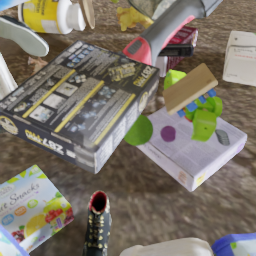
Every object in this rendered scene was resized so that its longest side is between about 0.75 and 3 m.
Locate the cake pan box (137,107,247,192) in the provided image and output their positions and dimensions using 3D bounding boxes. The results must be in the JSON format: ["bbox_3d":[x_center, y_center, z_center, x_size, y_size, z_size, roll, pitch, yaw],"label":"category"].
[{"bbox_3d":[1.535,0.244,7.564,2.205,0.626,2.394,-30,51,-31],"label":"cake pan box"}]

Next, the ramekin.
[{"bbox_3d":[0.822,2.599,3.676,1.205,2.296,2.296,-23,44,8],"label":"ramekin"}]

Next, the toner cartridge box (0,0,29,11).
[{"bbox_3d":[-3.361,-3.393,6.784,2.346,0.506,1.114,-24,74,-8],"label":"toner cartridge box"}]

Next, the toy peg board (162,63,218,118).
[{"bbox_3d":[1.148,-0.570,4.937,0.927,0.454,0.923,-35,23,19],"label":"toy peg board"}]

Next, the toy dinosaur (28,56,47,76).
[{"bbox_3d":[-2.985,-2.129,10.049,1.084,0.687,1.600,-1,30,-13],"label":"toy dinosaur"}]

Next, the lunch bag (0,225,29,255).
[{"bbox_3d":[-2.165,2.497,3.517,1.654,2.596,2.207,-5,33,-7],"label":"lunch bag"}]

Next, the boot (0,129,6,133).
[{"bbox_3d":[-4.232,-0.691,8.568,1.856,0.741,2.041,-3,37,-6],"label":"boot"}]

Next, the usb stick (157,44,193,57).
[{"bbox_3d":[1.251,-2.490,8.993,1.643,0.456,0.268,2,43,6],"label":"usb stick"}]

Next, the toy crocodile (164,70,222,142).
[{"bbox_3d":[1.372,-0.637,6.371,0.827,0.756,2.450,5,35,-18],"label":"toy crocodile"}]

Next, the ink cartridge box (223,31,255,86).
[{"bbox_3d":[4.446,-2.578,10.261,1.622,0.936,2.220,12,45,12],"label":"ink cartridge box"}]

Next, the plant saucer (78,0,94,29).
[{"bbox_3d":[-1.464,-4.193,9.779,0.210,1.425,1.425,-9,43,8],"label":"plant saucer"}]

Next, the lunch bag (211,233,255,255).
[{"bbox_3d":[2.401,2.701,3.626,2.696,1.718,2.293,25,33,-32],"label":"lunch bag"}]

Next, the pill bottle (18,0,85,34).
[{"bbox_3d":[-3.293,-4.956,12.350,2.641,1.479,1.479,6,44,6],"label":"pill bottle"}]

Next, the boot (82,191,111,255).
[{"bbox_3d":[-0.636,2.010,5.400,0.496,1.038,1.374,6,44,6],"label":"boot"}]

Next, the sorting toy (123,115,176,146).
[{"bbox_3d":[0.077,0.004,5.981,1.862,0.646,0.641,7,5,2],"label":"sorting toy"}]

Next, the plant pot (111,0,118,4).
[{"bbox_3d":[-0.702,-4.859,9.309,1.062,0.993,0.993,18,40,-19],"label":"plant pot"}]

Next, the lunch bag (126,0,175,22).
[{"bbox_3d":[0.622,-3.619,7.868,1.603,0.942,1.314,47,22,20],"label":"lunch bag"}]

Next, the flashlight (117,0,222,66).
[{"bbox_3d":[0.847,-2.059,6.223,2.809,0.954,0.951,-43,14,4],"label":"flashlight"}]

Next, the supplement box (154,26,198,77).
[{"bbox_3d":[1.424,-3.173,10.937,1.528,0.855,2.808,25,50,25],"label":"supplement box"}]

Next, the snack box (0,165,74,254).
[{"bbox_3d":[-2.309,1.825,5.906,1.773,0.600,1.496,-31,53,-29],"label":"snack box"}]

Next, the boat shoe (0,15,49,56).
[{"bbox_3d":[-2.861,-2.568,7.615,1.758,0.665,0.530,32,42,-1],"label":"boat shoe"}]

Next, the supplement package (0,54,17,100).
[{"bbox_3d":[-3.304,-1.008,5.379,1.658,1.652,2.827,-24,21,-11],"label":"supplement package"}]

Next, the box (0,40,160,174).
[{"bbox_3d":[-0.636,-0.474,4.147,1.610,0.491,1.998,21,49,16],"label":"box"}]

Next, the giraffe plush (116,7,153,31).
[{"bbox_3d":[0.267,-5.054,12.705,1.429,1.762,1.520,-20,49,27],"label":"giraffe plush"}]
